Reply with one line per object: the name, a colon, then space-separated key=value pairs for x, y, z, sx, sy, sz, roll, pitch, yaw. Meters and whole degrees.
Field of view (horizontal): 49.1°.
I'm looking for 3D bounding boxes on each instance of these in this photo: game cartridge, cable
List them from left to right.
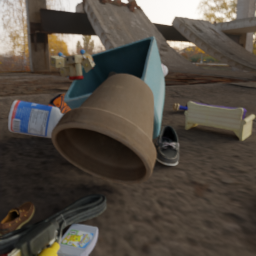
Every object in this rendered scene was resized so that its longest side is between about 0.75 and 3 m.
cable: x=-1.421 y=1.974 z=5.182 sx=1.312 sy=0.680 sz=2.702 roll=-5 pitch=5 yaw=24
game cartridge: x=-0.923 y=2.098 z=5.149 sx=0.606 sy=0.184 sz=0.909 roll=8 pitch=17 yaw=13

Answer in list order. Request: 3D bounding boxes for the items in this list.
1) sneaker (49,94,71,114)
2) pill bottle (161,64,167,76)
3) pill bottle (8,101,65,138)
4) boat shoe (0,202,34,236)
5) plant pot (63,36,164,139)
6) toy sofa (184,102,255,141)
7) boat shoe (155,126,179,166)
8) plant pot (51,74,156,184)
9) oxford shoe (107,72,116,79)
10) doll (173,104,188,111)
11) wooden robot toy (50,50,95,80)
sneaker: x=-3.024 y=-1.163 z=14.609 sx=2.235 sy=1.252 sz=0.867 roll=-7 pitch=17 yaw=-22
pill bottle: x=1.222 y=-2.531 z=12.440 sx=0.688 sy=0.688 sz=1.266 roll=11 pitch=14 yaw=34
pill bottle: x=-3.420 y=-0.281 z=11.107 sx=2.265 sy=1.271 sz=1.271 roll=10 pitch=14 yaw=-12
boat shoe: x=-2.252 y=1.802 z=5.731 sx=0.370 sy=0.347 sz=1.028 roll=0 pitch=19 yaw=12
plant pot: x=-0.047 y=-1.029 z=10.117 sx=2.829 sy=2.881 sz=2.821 roll=-10 pitch=41 yaw=22
toy sofa: x=3.841 y=-0.431 z=11.971 sx=2.695 sy=1.315 sz=1.116 roll=12 pitch=20 yaw=39
boat shoe: x=1.321 y=0.536 z=9.588 sx=0.813 sy=0.693 sz=2.433 roll=6 pitch=16 yaw=4
plant pot: x=-0.335 y=-0.136 z=7.049 sx=2.511 sy=2.511 sz=2.190 roll=7 pitch=56 yaw=22
oxford shoe: x=-0.374 y=-1.195 z=9.102 sx=0.445 sy=1.247 sz=0.445 roll=-10 pitch=4 yaw=24
doll: x=3.555 y=-1.112 z=15.895 sx=1.870 sy=0.453 sz=1.276 roll=2 pitch=7 yaw=-16
wooden robot toy: x=-1.669 y=-2.174 z=9.649 sx=2.177 sy=0.959 sz=0.988 roll=7 pitch=20 yaw=40
